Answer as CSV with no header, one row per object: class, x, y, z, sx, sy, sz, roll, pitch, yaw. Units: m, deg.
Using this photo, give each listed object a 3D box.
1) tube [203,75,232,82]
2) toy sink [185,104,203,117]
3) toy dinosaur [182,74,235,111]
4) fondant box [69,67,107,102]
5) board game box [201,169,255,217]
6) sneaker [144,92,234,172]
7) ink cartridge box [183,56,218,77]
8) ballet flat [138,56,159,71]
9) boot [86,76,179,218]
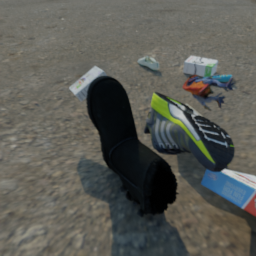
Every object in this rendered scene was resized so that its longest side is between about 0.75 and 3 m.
tube,3.921,-2.160,12.336,1.202,0.303,0.466,0,22,13
toy sink,1.830,0.073,8.003,0.843,0.725,1.293,-40,43,-1
toy dinosaur,2.215,-1.322,8.537,2.163,1.136,1.963,19,4,-41
fondant box,-1.229,-1.378,8.690,1.115,0.325,0.805,-40,33,-5
board game box,2.720,1.376,5.577,2.082,0.420,1.593,16,7,-37
sneaker,1.072,0.189,5.567,0.970,1.063,2.625,15,19,-23
ink cartridge box,3.369,-2.860,13.089,1.338,0.562,0.973,17,37,24
ballet flat,1.029,-3.247,13.759,0.536,0.536,1.495,-22,39,-29
boot,0.067,0.423,6.256,1.042,2.817,2.308,-20,33,-21
